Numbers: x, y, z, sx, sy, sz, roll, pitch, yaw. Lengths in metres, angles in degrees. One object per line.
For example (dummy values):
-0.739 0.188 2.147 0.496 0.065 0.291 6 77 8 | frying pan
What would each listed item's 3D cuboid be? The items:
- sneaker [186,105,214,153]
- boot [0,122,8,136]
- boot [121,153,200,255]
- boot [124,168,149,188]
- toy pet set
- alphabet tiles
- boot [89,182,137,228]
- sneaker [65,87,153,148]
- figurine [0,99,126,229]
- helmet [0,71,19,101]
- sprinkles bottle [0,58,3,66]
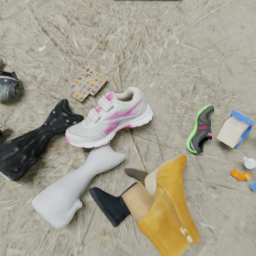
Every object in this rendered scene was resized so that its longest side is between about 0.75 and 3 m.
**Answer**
2.253 0.051 8.230 0.626 0.573 1.494 26 102 41 | sneaker
-4.386 0.298 8.332 1.522 0.557 1.146 -3 38 36 | boot
1.175 1.893 7.022 2.696 0.949 1.930 -27 76 -46 | boot
0.460 1.592 7.944 1.340 0.500 0.649 18 71 2 | boot
3.493 0.441 8.002 1.770 1.896 1.007 36 40 25 | toy pet set
-1.353 -1.391 9.116 0.974 0.044 1.165 30 73 27 | alphabet tiles
-0.227 1.825 7.538 1.235 0.561 1.469 -37 117 -12 | boot
-0.598 -0.397 7.900 2.629 1.160 1.069 -27 36 -18 | sneaker
-1.865 0.857 7.905 2.853 1.228 2.784 41 71 12 | figurine
-3.888 -1.316 8.699 1.007 1.007 0.960 -19 54 -7 | helmet
-4.724 -1.601 9.032 0.595 0.595 1.745 21 72 7 | sprinkles bottle
